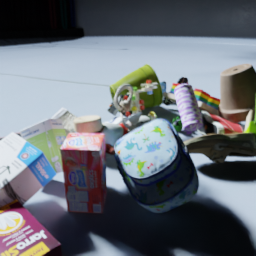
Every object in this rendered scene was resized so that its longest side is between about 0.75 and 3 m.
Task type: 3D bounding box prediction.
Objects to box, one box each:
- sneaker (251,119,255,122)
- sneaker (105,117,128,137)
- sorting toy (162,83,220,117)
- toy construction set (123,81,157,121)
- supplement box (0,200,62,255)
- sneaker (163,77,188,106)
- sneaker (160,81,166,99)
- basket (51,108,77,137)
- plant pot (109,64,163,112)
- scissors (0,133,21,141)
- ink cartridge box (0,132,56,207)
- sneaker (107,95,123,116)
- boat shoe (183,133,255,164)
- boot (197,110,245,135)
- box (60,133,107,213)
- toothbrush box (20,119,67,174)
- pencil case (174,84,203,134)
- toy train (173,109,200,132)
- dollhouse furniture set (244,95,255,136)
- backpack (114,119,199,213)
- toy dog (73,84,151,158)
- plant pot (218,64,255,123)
[{"bbox_3d":[5.703,-0.235,10.371,2.352,0.889,1.031,0,49,29],"label":"sneaker"},{"bbox_3d":[-0.899,0.175,9.476,1.578,0.868,2.155,-7,5,19],"label":"sneaker"},{"bbox_3d":[2.868,-1.191,11.776,2.019,0.707,2.031,16,6,-45],"label":"sorting toy"},{"bbox_3d":[0.551,-0.816,10.558,1.291,1.969,0.907,0,-2,30],"label":"toy construction set"},{"bbox_3d":[-2.009,2.117,5.034,1.637,0.701,0.903,23,32,39],"label":"supplement box"},{"bbox_3d":[2.268,-1.615,12.952,0.579,1.570,0.628,46,13,20],"label":"sneaker"},{"bbox_3d":[0.976,-2.231,14.510,2.334,1.050,0.915,18,9,24],"label":"sneaker"},{"bbox_3d":[-2.217,0.010,9.453,0.782,0.859,1.268,29,24,-5],"label":"basket"},{"bbox_3d":[0.249,-1.600,12.569,1.916,1.990,1.990,-22,28,-12],"label":"plant pot"},{"bbox_3d":[-3.516,0.734,8.945,1.063,0.202,2.905,-12,24,-31],"label":"scissors"},{"bbox_3d":[-2.846,1.179,6.202,1.419,0.819,1.943,23,54,36],"label":"ink cartridge box"},{"bbox_3d":[-0.525,-0.955,11.672,0.448,1.129,0.417,23,42,-15],"label":"sneaker"},{"bbox_3d":[2.698,0.640,8.312,2.401,0.780,0.866,-3,-17,-11],"label":"boat shoe"},{"bbox_3d":[3.481,-0.049,10.288,1.555,0.780,2.155,4,20,-13],"label":"boot"},{"bbox_3d":[-0.968,1.031,6.387,0.865,1.686,0.798,1,26,3],"label":"box"},{"bbox_3d":[-2.130,0.562,7.414,1.006,1.382,0.595,-21,-7,19],"label":"toothbrush box"},{"bbox_3d":[2.139,-0.689,10.016,0.750,0.764,1.788,-3,65,-7],"label":"pencil case"},{"bbox_3d":[2.338,-0.312,11.045,0.376,0.508,1.801,12,26,41],"label":"toy train"},{"bbox_3d":[4.926,-0.111,8.619,2.260,1.480,1.134,13,60,12],"label":"dollhouse furniture set"},{"bbox_3d":[0.614,0.871,6.420,1.716,1.378,1.876,-29,55,4],"label":"backpack"},{"bbox_3d":[-0.160,0.205,7.509,1.397,1.913,2.900,16,44,42],"label":"toy dog"},{"bbox_3d":[4.159,-1.358,10.369,1.981,1.728,1.981,-21,18,7],"label":"plant pot"}]
